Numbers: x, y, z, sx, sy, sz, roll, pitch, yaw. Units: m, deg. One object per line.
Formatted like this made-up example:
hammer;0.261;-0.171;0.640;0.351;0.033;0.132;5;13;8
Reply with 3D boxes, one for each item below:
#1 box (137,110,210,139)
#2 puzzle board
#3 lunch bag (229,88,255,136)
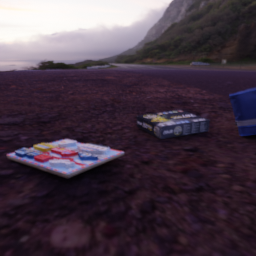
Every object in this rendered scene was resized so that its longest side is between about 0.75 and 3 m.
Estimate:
box;1.557;-0.157;9.957;2.038;0.500;1.643;-8;20;-25
puzzle board;-1.619;0.647;7.141;2.451;0.213;1.847;8;17;38
lunch bag;4.666;-0.595;9.505;1.682;1.638;2.475;-10;4;43
